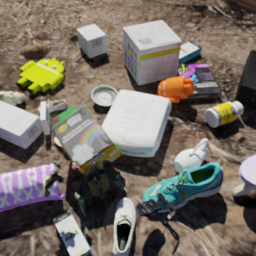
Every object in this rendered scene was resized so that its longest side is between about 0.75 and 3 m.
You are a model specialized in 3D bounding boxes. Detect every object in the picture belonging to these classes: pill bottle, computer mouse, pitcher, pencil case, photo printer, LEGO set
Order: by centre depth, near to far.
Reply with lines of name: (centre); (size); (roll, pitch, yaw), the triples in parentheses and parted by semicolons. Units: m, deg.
computer mouse: (0.791, 2.369, 7.960); (1.221, 0.281, 0.857); (-16, 42, -45)
LEGO set: (-1.269, 1.576, 8.501); (1.806, 2.782, 0.788); (-52, 38, -4)
pencil case: (-3.459, 1.947, 8.508); (2.807, 1.178, 1.200); (-14, 51, -14)
pitcher: (2.188, 0.953, 9.479); (1.255, 1.077, 0.761); (-28, 49, -23)
photo printer: (0.258, -0.138, 10.496); (2.240, 0.935, 2.692); (12, 50, 13)
pill bottle: (3.789, -0.565, 10.999); (1.363, 0.758, 0.758); (-20, 52, -16)

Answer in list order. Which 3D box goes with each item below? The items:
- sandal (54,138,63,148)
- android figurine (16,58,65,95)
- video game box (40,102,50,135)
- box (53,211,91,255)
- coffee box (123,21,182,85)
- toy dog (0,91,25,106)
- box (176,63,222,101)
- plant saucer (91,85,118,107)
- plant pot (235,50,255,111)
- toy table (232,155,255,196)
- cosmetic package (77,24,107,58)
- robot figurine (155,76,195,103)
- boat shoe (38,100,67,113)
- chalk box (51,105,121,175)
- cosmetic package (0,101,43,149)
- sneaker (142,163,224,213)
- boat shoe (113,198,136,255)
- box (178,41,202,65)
sandal: (-2.099, 0.510, 10.094); (1.561, 0.513, 0.572); (33, 40, 33)
android figurine: (-3.907, -2.455, 12.845); (2.120, 0.478, 2.329); (28, 56, 22)
video game box: (-3.177, -0.361, 10.747); (0.225, 0.874, 0.959); (-5, 50, -9)
box: (-1.625, 3.125, 8.088); (0.548, 0.327, 1.332); (-26, 54, -20)
coffee box: (1.002, -3.393, 12.674); (1.934, 1.913, 1.931); (-16, 51, -14)
toy dog: (-4.835, -1.208, 11.714); (0.993, 0.693, 0.963); (-5, 14, -2)
box: (3.105, -2.123, 12.600); (1.539, 0.389, 2.153); (-6, 51, -5)
plant saucer: (-0.993, -1.295, 11.877); (1.177, 0.295, 1.177); (5, 54, -7)
plant pot: (5.366, -1.734, 11.447); (1.839, 1.834, 1.631); (29, 67, 22)
toy table: (4.325, 1.655, 8.766); (1.987, 1.164, 1.827); (2, 46, 0)
cosmetic package: (-1.825, -4.387, 14.131); (1.025, 1.026, 1.243); (-24, 54, -20)
robot figurine: (1.916, -1.609, 11.637); (1.598, 1.150, 0.932); (-2, 2, 32)
boat shoe: (-3.132, -0.934, 11.488); (1.185, 0.505, 0.438); (-11, 50, -9)
chalk box: (-1.452, 0.283, 9.135); (1.357, 1.350, 2.180); (-35, 67, -4)
cosmetic package: (-4.496, -0.177, 10.647); (2.213, 0.819, 1.125); (21, 51, 19)
sneaker: (1.657, 1.743, 8.693); (2.678, 1.067, 1.038); (-22, 51, -1)
boat shoe: (-0.126, 2.817, 8.149); (0.648, 0.592, 1.801); (11, 48, 2)
box: (2.772, -3.691, 13.922); (1.753, 0.431, 0.721); (-30, 56, -24)
